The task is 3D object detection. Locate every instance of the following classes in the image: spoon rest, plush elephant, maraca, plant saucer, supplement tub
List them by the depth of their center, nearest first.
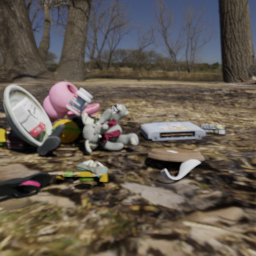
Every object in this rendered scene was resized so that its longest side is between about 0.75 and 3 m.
[{"bbox_3d":[1.500,1.193,7.815,1.270,0.385,0.631,-13,-17,-31],"label":"spoon rest"},{"bbox_3d":[1.542,0.867,9.081,1.825,0.269,1.825,3,2,0],"label":"plant saucer"},{"bbox_3d":[-1.746,-0.920,10.081,0.620,0.883,0.620,37,-1,1],"label":"supplement tub"},{"bbox_3d":[-0.940,0.129,10.214,1.999,1.647,1.548,-21,-11,29],"label":"plush elephant"},{"bbox_3d":[-3.889,-0.288,10.660,0.685,2.730,2.730,-29,10,8],"label":"plant saucer"},{"bbox_3d":[-2.550,0.186,11.474,1.148,0.896,1.674,6,-15,-10],"label":"maraca"},{"bbox_3d":[-2.141,-0.728,13.534,1.628,0.413,1.628,-16,13,4],"label":"plant saucer"}]

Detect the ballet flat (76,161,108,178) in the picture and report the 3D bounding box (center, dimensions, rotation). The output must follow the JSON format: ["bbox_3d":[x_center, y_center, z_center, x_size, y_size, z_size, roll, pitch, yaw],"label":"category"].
[{"bbox_3d":[-1.018,1.136,8.024,1.206,0.384,0.406,11,-15,44],"label":"ballet flat"}]

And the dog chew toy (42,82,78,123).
[{"bbox_3d":[-3.075,-0.988,12.267,2.137,1.331,1.331,-42,-6,25],"label":"dog chew toy"}]

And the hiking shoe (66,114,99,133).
[{"bbox_3d":[-1.524,-0.069,11.615,2.437,0.923,1.227,5,-13,40],"label":"hiking shoe"}]

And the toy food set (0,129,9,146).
[{"bbox_3d":[-5.325,0.477,10.906,1.538,0.502,0.905,-1,31,-31],"label":"toy food set"}]

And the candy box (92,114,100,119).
[{"bbox_3d":[-2.253,-0.358,14.562,1.059,0.512,1.814,4,16,17],"label":"candy box"}]

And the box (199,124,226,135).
[{"bbox_3d":[3.974,0.073,13.217,1.197,0.294,0.964,4,11,18],"label":"box"}]

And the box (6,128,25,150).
[{"bbox_3d":[-4.269,0.286,10.833,0.577,0.432,1.153,5,41,-11],"label":"box"}]

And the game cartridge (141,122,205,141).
[{"bbox_3d":[1.937,0.127,12.652,2.567,0.533,1.710,-3,18,-10],"label":"game cartridge"}]

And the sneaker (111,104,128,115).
[{"bbox_3d":[-0.531,-1.197,17.653,1.134,0.738,0.452,-6,15,-24],"label":"sneaker"}]

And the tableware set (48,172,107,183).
[{"bbox_3d":[-1.285,1.325,7.530,1.526,0.234,1.028,-2,-6,23],"label":"tableware set"}]

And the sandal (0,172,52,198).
[{"bbox_3d":[-2.493,1.457,6.782,0.337,0.562,1.497,37,26,31],"label":"sandal"}]

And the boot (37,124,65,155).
[{"bbox_3d":[-2.558,0.295,9.966,1.093,0.435,1.327,-29,17,29],"label":"boot"}]

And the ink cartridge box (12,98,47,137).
[{"bbox_3d":[-3.680,-0.406,10.498,0.511,1.233,0.905,-34,24,10],"label":"ink cartridge box"}]
